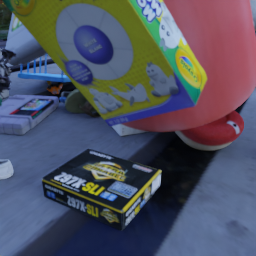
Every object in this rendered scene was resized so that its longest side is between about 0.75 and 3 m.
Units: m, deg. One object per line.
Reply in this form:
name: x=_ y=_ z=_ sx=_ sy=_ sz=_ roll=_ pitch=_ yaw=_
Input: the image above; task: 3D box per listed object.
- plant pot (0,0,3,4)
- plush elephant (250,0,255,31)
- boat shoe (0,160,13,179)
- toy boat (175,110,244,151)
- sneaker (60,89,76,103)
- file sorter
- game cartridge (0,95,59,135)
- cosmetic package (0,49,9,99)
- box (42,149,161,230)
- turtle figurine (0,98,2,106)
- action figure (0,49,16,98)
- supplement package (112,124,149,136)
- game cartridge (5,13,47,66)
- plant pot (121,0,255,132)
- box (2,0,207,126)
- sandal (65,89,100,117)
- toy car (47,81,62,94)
plant pot: x=-3.671 y=-3.793 z=7.169 sx=1.391 sy=1.391 sz=0.974 roll=3 pitch=7 yaw=6
plush elephant: x=2.318 y=-3.058 z=6.962 sx=2.062 sy=2.663 sz=2.193 roll=39 pitch=34 yaw=8
boat shoe: x=-2.804 y=0.791 z=5.379 sx=1.104 sy=0.378 sz=0.398 roll=-1 pitch=23 yaw=-2
toy boat: x=1.710 y=-0.665 z=6.559 sx=1.539 sy=1.541 sz=2.358 roll=-25 pitch=64 yaw=-29
sneaker: x=-1.436 y=-1.338 z=9.555 sx=0.825 sy=0.965 sz=2.328 roll=15 pitch=27 yaw=33
file sorter: x=-3.001 y=-2.687 z=11.225 sx=1.735 sy=1.534 sz=2.501 roll=6 pitch=11 yaw=5
game cartridge: x=-3.226 y=-0.493 z=8.334 sx=1.596 sy=0.472 sz=2.461 roll=0 pitch=23 yaw=10
cosmetic package: x=-5.607 y=-1.734 z=9.434 sx=1.779 sy=1.790 sz=2.139 roll=11 pitch=26 yaw=23
box: x=-0.446 y=0.972 z=4.948 sx=1.665 sy=0.411 sz=1.330 roll=14 pitch=28 yaw=28
turtle figurine: x=-3.226 y=-0.716 z=5.792 sx=1.302 sy=0.656 sz=0.975 roll=26 pitch=42 yaw=37
action figure: x=-2.560 y=-1.089 z=5.576 sx=0.558 sy=0.939 sz=0.479 roll=13 pitch=0 yaw=40
supplement package: x=0.279 y=-0.327 z=7.532 sx=1.306 sy=0.715 sz=0.743 roll=-9 pitch=25 yaw=-21
game cartridge: x=-1.993 y=-2.774 z=6.262 sx=1.702 sy=2.553 sz=0.517 roll=-7 pitch=-18 yaw=37
plant pot: x=0.471 y=-1.776 z=4.150 sx=2.842 sy=2.514 sz=2.842 roll=-11 pitch=43 yaw=10
box: x=-0.272 y=-0.908 z=2.447 sx=1.144 sy=1.950 sz=0.472 roll=-13 pitch=35 yaw=43
sandal: x=-0.871 y=-0.688 z=8.323 sx=2.144 sy=0.851 sz=0.612 roll=4 pitch=37 yaw=8
toy car: x=-2.818 y=-1.616 z=10.913 sx=0.600 sy=0.407 sz=1.224 roll=-20 pitch=27 yaw=-6
